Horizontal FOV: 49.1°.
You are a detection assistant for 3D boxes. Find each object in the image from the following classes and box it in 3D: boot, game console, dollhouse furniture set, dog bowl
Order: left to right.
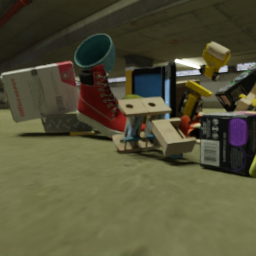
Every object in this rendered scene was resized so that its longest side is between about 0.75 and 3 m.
[{"bbox_3d":[-2.410,-0.260,11.833,2.525,0.741,2.525,-4,4,0],"label":"dog bowl"},{"bbox_3d":[-0.559,-0.910,9.414,2.956,2.133,1.070,24,31,28],"label":"boot"},{"bbox_3d":[0.480,0.267,6.627,1.225,1.232,1.748,-6,39,-21],"label":"dollhouse furniture set"},{"bbox_3d":[0.867,-0.987,10.249,1.517,2.607,2.293,-1,5,1],"label":"game console"},{"bbox_3d":[2.219,0.015,9.220,1.308,0.916,2.440,-9,10,-30],"label":"boot"}]

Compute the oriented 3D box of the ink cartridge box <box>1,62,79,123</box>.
[{"bbox_3d":[-3.361,-1.444,11.158,2.667,1.942,1.131,-12,16,-8],"label":"ink cartridge box"}]

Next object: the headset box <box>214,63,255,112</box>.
[{"bbox_3d":[4.334,-0.999,8.866,2.278,1.983,1.057,-38,4,4],"label":"headset box"}]

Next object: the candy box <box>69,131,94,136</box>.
[{"bbox_3d":[-1.809,0.204,10.911,0.918,0.121,0.469,-2,4,-12],"label":"candy box"}]

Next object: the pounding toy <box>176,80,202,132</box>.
[{"bbox_3d":[2.104,-0.823,12.175,2.472,2.275,1.757,-12,11,-26],"label":"pounding toy"}]

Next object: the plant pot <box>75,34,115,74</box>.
[{"bbox_3d":[-1.096,-2.611,10.634,1.540,1.540,1.037,3,-26,28],"label":"plant pot"}]

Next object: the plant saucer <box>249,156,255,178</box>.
[{"bbox_3d":[2.143,0.106,3.135,0.310,1.294,1.292,34,-11,-39],"label":"plant saucer"}]

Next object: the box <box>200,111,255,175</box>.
[{"bbox_3d":[2.309,0.219,5.690,1.761,1.076,0.934,-5,7,-44],"label":"box"}]

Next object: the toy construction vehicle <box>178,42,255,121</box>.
[{"bbox_3d":[2.819,-1.104,8.279,0.885,2.513,2.188,-25,49,-39],"label":"toy construction vehicle"}]

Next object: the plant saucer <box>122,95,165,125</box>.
[{"bbox_3d":[0.475,-0.323,9.879,1.934,1.934,0.300,6,48,49],"label":"plant saucer"}]
